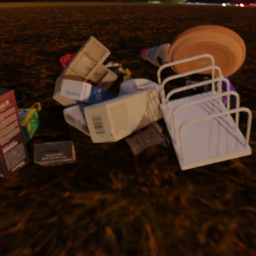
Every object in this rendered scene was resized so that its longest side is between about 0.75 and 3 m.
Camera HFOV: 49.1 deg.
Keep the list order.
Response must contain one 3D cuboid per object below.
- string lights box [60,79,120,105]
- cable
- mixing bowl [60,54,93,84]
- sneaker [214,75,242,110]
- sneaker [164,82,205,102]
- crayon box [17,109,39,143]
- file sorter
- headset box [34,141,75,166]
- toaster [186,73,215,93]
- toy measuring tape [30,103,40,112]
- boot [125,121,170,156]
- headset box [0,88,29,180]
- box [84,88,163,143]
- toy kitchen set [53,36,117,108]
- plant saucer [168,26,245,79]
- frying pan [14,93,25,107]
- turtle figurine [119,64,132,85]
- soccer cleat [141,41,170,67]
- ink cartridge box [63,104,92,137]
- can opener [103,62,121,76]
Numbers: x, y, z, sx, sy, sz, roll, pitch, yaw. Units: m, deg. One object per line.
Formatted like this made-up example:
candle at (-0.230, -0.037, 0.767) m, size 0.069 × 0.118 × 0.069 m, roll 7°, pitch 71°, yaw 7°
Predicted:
string lights box at (-1.116, -1.003, 8.874) m, size 0.945 × 0.542 × 1.839 m, roll 15°, pitch 1°, yaw 36°
cable at (0.452, -1.293, 10.289) m, size 1.552 × 0.537 × 1.552 m, roll -2°, pitch 32°, yaw -15°
mixing bowl at (-1.972, -2.439, 11.972) m, size 1.817 × 0.984 × 1.817 m, roll 3°, pitch 31°, yaw -2°
sneaker at (3.586, -1.198, 10.103) m, size 1.025 × 0.717 × 2.062 m, roll 25°, pitch 36°, yaw 8°
sneaker at (1.953, -1.095, 9.397) m, size 0.807 × 1.209 × 2.111 m, roll -7°, pitch 27°, yaw -19°
crayon box at (-3.732, -0.080, 8.191) m, size 1.916 × 0.558 × 1.138 m, roll 0°, pitch 29°, yaw 0°
file sorter at (1.788, -0.497, 7.053) m, size 1.688 × 1.515 × 2.432 m, roll -14°, pitch 43°, yaw 3°
headset box at (-1.672, 0.604, 6.475) m, size 0.832 × 0.432 × 1.118 m, roll -5°, pitch -10°, yaw -10°
toaster at (2.855, -1.716, 11.072) m, size 0.988 × 0.648 × 1.093 m, roll 13°, pitch 31°, yaw 22°
toy measuring tape at (-3.194, -0.576, 9.464) m, size 0.292 × 0.292 × 0.794 m, roll 10°, pitch 44°, yaw 18°
boot at (0.500, 0.389, 7.313) m, size 0.984 × 1.130 × 0.391 m, roll -38°, pitch 40°, yaw -2°
headset box at (-3.342, -0.046, 6.450) m, size 1.612 × 2.166 × 0.837 m, roll 12°, pitch 33°, yaw 19°
box at (-0.033, -0.417, 7.852) m, size 0.837 × 1.006 × 2.448 m, roll -7°, pitch 11°, yaw 37°
toy kitchen set at (-1.286, -1.725, 10.136) m, size 1.766 × 2.164 × 1.953 m, roll 35°, pitch 18°, yaw -25°
plant saucer at (3.025, -2.727, 11.000) m, size 2.925 × 2.925 × 0.472 m, roll 5°, pitch 62°, yaw 9°
frying pan at (-4.774, -1.042, 10.163) m, size 2.255 × 0.367 × 1.364 m, roll 13°, pitch 31°, yaw 26°
turtle figurine at (-0.046, -2.008, 11.383) m, size 0.370 × 1.148 × 0.925 m, roll -4°, pitch 66°, yaw 24°
soccer cleat at (1.343, -3.595, 14.295) m, size 0.932 × 1.151 × 2.667 m, roll -10°, pitch 6°, yaw -17°
ink cartridge box at (-0.772, -0.432, 8.951) m, size 1.997 × 0.570 × 1.623 m, roll -29°, pitch 40°, yaw -35°
can opener at (-1.406, -2.633, 12.907) m, size 2.185 × 0.731 × 0.583 m, roll -3°, pitch 16°, yaw 22°
